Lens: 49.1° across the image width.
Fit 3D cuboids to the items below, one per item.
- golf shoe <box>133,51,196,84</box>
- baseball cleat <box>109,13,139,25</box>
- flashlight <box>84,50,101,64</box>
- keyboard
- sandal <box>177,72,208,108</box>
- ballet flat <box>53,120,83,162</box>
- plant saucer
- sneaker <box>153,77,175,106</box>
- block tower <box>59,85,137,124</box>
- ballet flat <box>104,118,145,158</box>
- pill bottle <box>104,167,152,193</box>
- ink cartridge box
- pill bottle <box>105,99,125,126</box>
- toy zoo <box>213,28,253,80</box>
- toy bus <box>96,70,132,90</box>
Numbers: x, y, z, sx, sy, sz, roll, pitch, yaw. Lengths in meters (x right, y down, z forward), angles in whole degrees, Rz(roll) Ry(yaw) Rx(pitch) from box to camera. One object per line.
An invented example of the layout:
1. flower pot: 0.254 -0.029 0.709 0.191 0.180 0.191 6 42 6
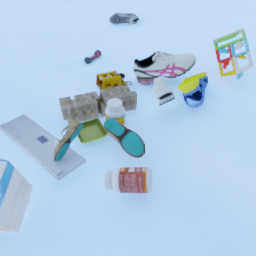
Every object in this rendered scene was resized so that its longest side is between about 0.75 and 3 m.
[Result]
1. golf shoe: 1.193 -2.104 9.203 2.066 0.951 0.750 -15 51 8
2. baseball cleat: -0.151 -5.228 13.445 1.449 0.505 0.771 -19 45 -19
3. flashlight: -1.373 -2.756 10.823 0.272 0.273 0.804 19 44 34
4. keyboard: -2.308 0.376 7.243 2.947 0.157 0.829 29 43 35
5. sandal: 2.095 -1.199 8.764 0.775 0.849 1.951 -16 14 34
6. ballet flat: -1.495 0.277 6.612 0.353 0.381 1.081 32 80 15
7. plant saucer: -1.033 0.113 7.639 0.767 0.184 0.768 -18 45 -19
8. sneaker: 0.957 -1.000 7.692 0.536 1.426 0.578 -25 80 4
9. block tower: -0.863 -0.707 8.240 2.188 0.591 0.633 -12 44 -16
10. ballet flat: -0.031 0.272 6.896 0.528 0.488 1.496 -42 54 -4
11. pill bottle: 0.015 1.125 6.035 0.979 0.549 0.549 -2 41 11
12. ink cartridge box: -2.612 1.329 5.316 1.043 1.623 1.016 5 60 5
13. pill bottle: -0.351 -0.306 7.541 0.528 0.936 0.528 0 41 0
14. toy zoo: 3.517 -2.389 9.381 1.049 1.599 0.164 -15 -12 35
15. toy bus: -0.461 -1.557 9.110 1.098 0.601 1.164 16 44 5
